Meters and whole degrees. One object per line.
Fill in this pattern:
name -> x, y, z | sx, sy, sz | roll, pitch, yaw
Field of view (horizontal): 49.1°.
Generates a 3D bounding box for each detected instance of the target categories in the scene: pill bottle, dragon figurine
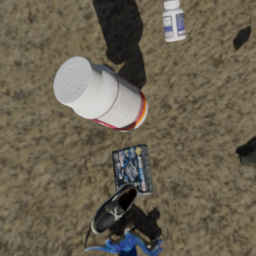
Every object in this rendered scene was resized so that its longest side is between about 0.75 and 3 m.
pill bottle -> -0.731, -0.938, 8.555 | 1.619, 2.955, 1.619 | -9, 73, 30
pill bottle -> 1.387, -3.276, 8.574 | 0.627, 0.627, 1.129 | -11, 111, -1
dragon figurine -> -0.155, 4.555, 10.463 | 2.940, 0.865, 1.461 | -24, 83, -4

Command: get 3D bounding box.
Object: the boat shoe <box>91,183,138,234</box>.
boat shoe -> -0.352, 2.180, 7.564 | 1.629, 0.551, 0.585 | -46, 105, -15

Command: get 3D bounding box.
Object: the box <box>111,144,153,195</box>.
box -> 0.111, 1.404, 9.123 | 1.257, 0.364, 1.581 | -17, 72, 32

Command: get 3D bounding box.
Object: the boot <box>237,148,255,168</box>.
boot -> 4.995, 1.538, 11.125 | 0.890, 0.499, 1.287 | -20, 69, 2
